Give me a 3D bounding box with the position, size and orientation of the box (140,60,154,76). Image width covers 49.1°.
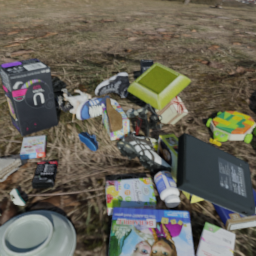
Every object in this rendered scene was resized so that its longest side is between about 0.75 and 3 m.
[{"bbox_3d":[1.064,-2.701,15.605,0.737,1.868,1.318,0,32,0],"label":"box"}]

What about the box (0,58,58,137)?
[{"bbox_3d":[-4.369,-1.368,12.441,1.776,2.905,1.541,-21,37,-30],"label":"box"}]

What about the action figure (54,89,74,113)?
[{"bbox_3d":[-3.316,-1.326,14.206,2.044,1.043,1.215,-2,28,3],"label":"action figure"}]

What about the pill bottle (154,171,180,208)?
[{"bbox_3d":[1.277,2.002,9.097,0.620,0.620,1.106,-6,40,-10],"label":"pill bottle"}]

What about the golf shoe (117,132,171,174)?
[{"bbox_3d":[0.724,0.860,10.385,2.384,0.927,1.127,29,65,29],"label":"golf shoe"}]

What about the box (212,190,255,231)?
[{"bbox_3d":[3.367,2.177,9.124,1.453,0.389,2.398,-5,31,-9],"label":"box"}]

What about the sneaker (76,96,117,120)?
[{"bbox_3d":[-1.359,-0.915,13.666,1.533,0.843,2.093,10,27,24],"label":"sneaker"}]

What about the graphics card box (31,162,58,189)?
[{"bbox_3d":[-2.961,1.671,10.000,0.729,0.295,1.161,-2,30,-5],"label":"graphics card box"}]

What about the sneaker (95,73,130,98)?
[{"bbox_3d":[-0.773,-2.093,15.533,2.120,0.800,1.207,-29,73,9],"label":"sneaker"}]

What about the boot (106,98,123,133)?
[{"bbox_3d":[-0.595,-0.557,11.601,0.623,0.608,1.652,-12,60,-3],"label":"boot"}]

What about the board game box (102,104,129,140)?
[{"bbox_3d":[-0.591,-0.287,12.633,0.856,0.871,1.662,-10,32,-14],"label":"board game box"}]

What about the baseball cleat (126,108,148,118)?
[{"bbox_3d":[0.412,-0.830,13.988,1.118,0.390,0.595,-16,35,-25],"label":"baseball cleat"}]

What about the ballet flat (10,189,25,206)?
[{"bbox_3d":[-3.589,2.300,9.052,0.312,0.312,0.899,-21,33,-31],"label":"ballet flat"}]

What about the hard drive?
[{"bbox_3d":[2.545,1.343,8.164,2.511,0.413,1.753,25,50,-17],"label":"hard drive"}]

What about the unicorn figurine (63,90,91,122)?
[{"bbox_3d":[-2.585,-1.326,13.970,1.296,0.697,1.887,29,54,28],"label":"unicorn figurine"}]

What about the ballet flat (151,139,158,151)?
[{"bbox_3d":[0.665,0.712,11.351,1.554,0.521,0.519,-6,33,-9],"label":"ballet flat"}]

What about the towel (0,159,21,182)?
[{"bbox_3d":[-4.935,1.719,9.244,1.679,0.437,2.533,-5,19,37],"label":"towel"}]

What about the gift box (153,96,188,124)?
[{"bbox_3d":[1.947,-0.841,12.756,1.190,1.111,1.098,0,54,-49],"label":"gift box"}]

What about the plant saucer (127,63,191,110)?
[{"bbox_3d":[1.302,-2.007,12.299,2.080,0.499,2.083,-43,55,-16],"label":"plant saucer"}]

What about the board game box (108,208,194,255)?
[{"bbox_3d":[0.579,3.105,7.178,2.149,0.442,2.144,2,39,2],"label":"board game box"}]

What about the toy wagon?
[{"bbox_3d":[4.545,0.025,12.477,2.000,0.510,2.578,27,40,37],"label":"toy wagon"}]

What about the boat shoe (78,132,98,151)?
[{"bbox_3d":[-1.590,0.470,11.686,0.485,0.595,1.414,-25,41,-28],"label":"boat shoe"}]

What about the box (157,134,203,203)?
[{"bbox_3d":[1.883,1.325,9.923,0.675,1.014,2.695,-8,31,-19],"label":"box"}]

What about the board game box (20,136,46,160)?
[{"bbox_3d":[-3.870,0.786,11.496,0.937,0.247,1.224,-6,32,-9],"label":"board game box"}]

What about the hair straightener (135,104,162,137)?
[{"bbox_3d":[0.866,-0.271,11.208,1.069,2.778,0.568,2,67,-1],"label":"hair straightener"}]

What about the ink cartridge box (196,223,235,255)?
[{"bbox_3d":[2.200,3.227,7.171,0.833,0.479,1.423,18,33,18],"label":"ink cartridge box"}]

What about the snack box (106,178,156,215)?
[{"bbox_3d":[0.055,2.176,8.987,1.513,0.401,1.076,-3,41,-6],"label":"snack box"}]

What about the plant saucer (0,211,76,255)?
[{"bbox_3d":[-2.645,3.024,7.525,2.425,0.609,2.425,0,32,0],"label":"plant saucer"}]
